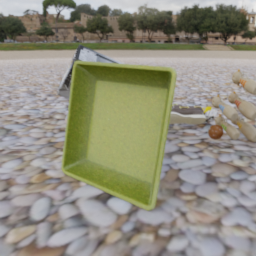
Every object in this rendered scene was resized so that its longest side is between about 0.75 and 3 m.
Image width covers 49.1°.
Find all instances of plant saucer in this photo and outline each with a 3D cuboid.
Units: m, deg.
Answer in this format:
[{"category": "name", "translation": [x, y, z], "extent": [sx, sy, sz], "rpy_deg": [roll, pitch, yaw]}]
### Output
[{"category": "plant saucer", "translation": [-0.219, 0.013, 6.465], "extent": [2.876, 2.872, 0.689], "rpy_deg": [14, 9, 36]}]

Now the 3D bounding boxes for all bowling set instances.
[{"category": "bowling set", "translation": [3.170, -0.492, 9.057], "extent": [1.764, 2.534, 1.360], "rpy_deg": [-21, 37, -5]}]

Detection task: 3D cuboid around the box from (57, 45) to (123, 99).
[{"category": "box", "translation": [-0.890, -1.557, 10.341], "extent": [2.908, 0.703, 2.303], "rpy_deg": [20, -34, -22]}]

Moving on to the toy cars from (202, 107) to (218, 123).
[{"category": "toy cars", "translation": [3.103, -0.578, 11.211], "extent": [0.333, 0.673, 1.502], "rpy_deg": [34, 12, -7]}]

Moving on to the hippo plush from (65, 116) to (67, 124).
[{"category": "hippo plush", "translation": [-1.822, -0.500, 11.225], "extent": [1.126, 1.115, 1.400], "rpy_deg": [23, 19, -14]}]

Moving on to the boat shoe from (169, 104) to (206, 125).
[{"category": "boat shoe", "translation": [1.912, -0.555, 10.549], "extent": [2.097, 0.624, 0.753], "rpy_deg": [2, -27, -15]}]
